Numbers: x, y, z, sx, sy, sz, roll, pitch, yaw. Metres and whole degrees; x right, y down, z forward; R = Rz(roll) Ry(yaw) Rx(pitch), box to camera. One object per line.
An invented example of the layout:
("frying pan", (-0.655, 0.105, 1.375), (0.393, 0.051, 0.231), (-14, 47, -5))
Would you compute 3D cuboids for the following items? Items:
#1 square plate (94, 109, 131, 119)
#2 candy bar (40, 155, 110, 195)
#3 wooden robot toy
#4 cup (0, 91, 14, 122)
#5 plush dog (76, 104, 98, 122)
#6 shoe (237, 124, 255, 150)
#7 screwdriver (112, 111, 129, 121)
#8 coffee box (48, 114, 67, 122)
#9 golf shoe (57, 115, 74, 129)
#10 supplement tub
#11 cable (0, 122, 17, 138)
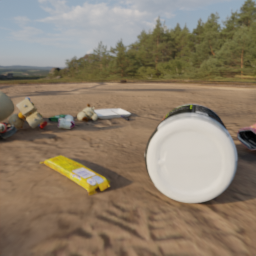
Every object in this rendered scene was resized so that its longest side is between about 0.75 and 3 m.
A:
("square plate", (-0.946, -0.722, 14.402), (1.707, 0.245, 1.724), (-6, 14, -21))
("candy bar", (-1.340, 1.033, 6.713), (0.615, 0.273, 2.468), (-16, 20, -38))
("wooden robot toy", (-4.072, -0.288, 11.044), (1.308, 1.270, 2.882), (-36, 8, -13))
("cup", (-5.807, -0.748, 11.949), (1.486, 1.486, 1.063), (2, 42, 10))
("plush dog", (-2.022, -0.623, 13.236), (0.957, 0.768, 0.822), (14, 42, 46))
("shoe", (4.221, 0.459, 7.973), (1.028, 0.807, 2.260), (-12, 22, -20))
("screwdriver", (-0.398, -0.614, 13.565), (0.186, 0.179, 1.280), (11, 15, -46))
("coffee box", (-3.260, -0.463, 13.342), (0.576, 0.206, 0.936), (4, 14, 25))
("golf shoe", (-2.510, -0.201, 11.878), (0.601, 0.495, 1.313), (17, 16, 3))
("supplement tub", (1.407, 0.370, 6.300), (1.701, 1.701, 2.775), (3, 12, 14))
("cable", (-4.722, -0.071, 10.326), (1.312, 0.680, 2.702), (-18, 18, -9))
